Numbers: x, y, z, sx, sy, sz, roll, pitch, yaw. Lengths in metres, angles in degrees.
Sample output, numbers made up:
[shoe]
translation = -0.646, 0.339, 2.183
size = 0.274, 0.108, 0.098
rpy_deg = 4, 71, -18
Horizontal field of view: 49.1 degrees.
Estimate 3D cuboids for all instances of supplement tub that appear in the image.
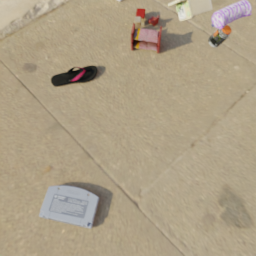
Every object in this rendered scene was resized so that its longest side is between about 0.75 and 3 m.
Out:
[supplement tub]
translation = 3.568, -3.570, 10.890
size = 0.528, 0.861, 0.528
rpy_deg = 9, 66, -20

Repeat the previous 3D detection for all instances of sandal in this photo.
[sandal]
translation = -2.399, -2.358, 12.482
size = 2.148, 0.484, 0.807
rpy_deg = -16, 62, -9

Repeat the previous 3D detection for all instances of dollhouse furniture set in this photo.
[dollhouse furniture set]
translation = 0.938, -4.944, 13.607
size = 1.405, 1.062, 2.612
rpy_deg = 6, 61, 3

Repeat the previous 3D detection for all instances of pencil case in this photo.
[pencil case]
translation = 3.148, -3.450, 8.518
size = 1.247, 0.523, 0.533
rpy_deg = -29, 80, -13

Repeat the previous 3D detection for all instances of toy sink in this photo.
[toy sink]
translation = 1.924, -3.745, 8.732
size = 1.105, 0.720, 0.619
rpy_deg = -22, 108, -16

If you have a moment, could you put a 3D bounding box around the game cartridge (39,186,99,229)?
[game cartridge]
translation = -2.002, 2.679, 9.737
size = 1.861, 0.377, 1.241
rpy_deg = 11, 65, 6

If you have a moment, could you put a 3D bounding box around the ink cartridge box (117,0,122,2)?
[ink cartridge box]
translation = -0.746, -7.543, 15.204
size = 1.166, 0.843, 0.491
rpy_deg = 35, 66, 18
